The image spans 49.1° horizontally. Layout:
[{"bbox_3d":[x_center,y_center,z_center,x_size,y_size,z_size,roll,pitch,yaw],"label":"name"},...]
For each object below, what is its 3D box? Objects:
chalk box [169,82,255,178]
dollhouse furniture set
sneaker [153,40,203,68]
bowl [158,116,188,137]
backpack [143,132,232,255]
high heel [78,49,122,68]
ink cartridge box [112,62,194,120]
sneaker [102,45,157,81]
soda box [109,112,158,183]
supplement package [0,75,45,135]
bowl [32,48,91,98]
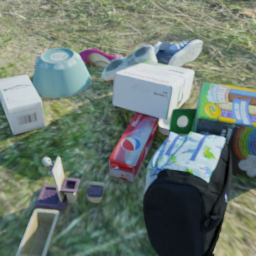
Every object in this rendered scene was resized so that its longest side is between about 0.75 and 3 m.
[{"bbox_3d":[2.572,-0.023,7.665,2.803,1.749,1.737,13,42,13],"label":"chalk box"},{"bbox_3d":[-1.470,1.668,5.922,1.608,1.440,2.029,4,41,5],"label":"dollhouse furniture set"},{"bbox_3d":[2.005,-3.505,12.336,2.299,0.926,1.684,-36,57,-27],"label":"sneaker"},{"bbox_3d":[1.428,-0.072,8.709,1.009,0.377,1.010,12,38,7],"label":"bowl"},{"bbox_3d":[1.322,1.185,6.005,2.161,2.293,2.811,14,35,36],"label":"backpack"},{"bbox_3d":[-1.226,-2.792,11.812,2.000,0.673,0.959,9,42,-2],"label":"high heel"},{"bbox_3d":[0.885,-1.339,9.190,1.856,1.076,2.563,17,27,21],"label":"ink cartridge box"},{"bbox_3d":[0.097,-2.231,10.938,2.304,1.145,0.898,-19,44,17],"label":"sneaker"},{"bbox_3d":[0.210,0.464,7.913,0.754,0.683,2.154,13,43,15],"label":"soda box"},{"bbox_3d":[-3.468,-0.794,9.030,1.025,1.029,1.754,-18,45,-25],"label":"supplement package"},{"bbox_3d":[-2.614,-2.243,10.696,2.261,1.183,2.261,0,41,0],"label":"bowl"}]
